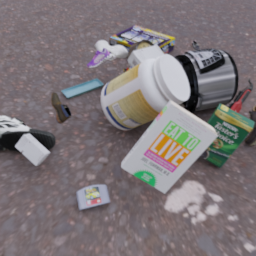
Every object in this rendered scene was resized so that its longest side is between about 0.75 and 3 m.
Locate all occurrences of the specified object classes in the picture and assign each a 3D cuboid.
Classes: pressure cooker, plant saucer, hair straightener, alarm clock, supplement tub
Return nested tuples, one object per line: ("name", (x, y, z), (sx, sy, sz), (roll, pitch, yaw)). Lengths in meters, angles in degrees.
("pressure cooker", (2.468, -1.667, 10.368), (2.500, 2.233, 2.199), (-11, 0, -11))
("plant saucer", (-1.917, -1.656, 11.850), (1.719, 0.163, 0.601), (-25, 48, -24))
("hair straightener", (3.388, -0.836, 8.866), (0.342, 0.643, 1.672), (35, 83, -12))
("alarm clock", (0.712, -2.965, 11.436), (0.667, 1.351, 2.004), (1, 46, 51))
("supplement tub", (0.531, -1.121, 9.180), (2.532, 1.828, 1.828), (-23, 27, 38))

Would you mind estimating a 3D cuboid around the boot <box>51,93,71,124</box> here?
("boot", (-2.195, -0.728, 9.291), (0.528, 1.089, 0.407), (-20, -6, 30))

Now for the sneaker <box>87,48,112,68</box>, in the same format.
("sneaker", (-1.074, -2.492, 9.934), (0.994, 0.439, 0.400), (-35, 29, -9))

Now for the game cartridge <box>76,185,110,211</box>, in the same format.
("game cartridge", (-0.965, 1.865, 7.639), (0.850, 0.174, 0.566), (-13, 64, -8))

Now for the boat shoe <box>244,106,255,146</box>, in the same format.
("boat shoe", (4.258, -0.402, 8.695), (0.864, 2.356, 0.878), (40, 46, 20))

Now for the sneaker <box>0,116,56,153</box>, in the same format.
("sneaker", (-3.755, 0.094, 9.200), (2.863, 1.061, 1.267), (3, 43, -1))

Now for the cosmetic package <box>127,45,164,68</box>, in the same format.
("cosmetic package", (0.725, -2.532, 10.371), (1.319, 0.535, 0.745), (-29, 77, -36))

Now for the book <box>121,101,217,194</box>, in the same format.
("book", (0.955, 0.509, 6.904), (1.376, 2.060, 0.495), (31, 22, -11))

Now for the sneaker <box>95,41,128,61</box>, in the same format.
("sneaker", (-0.595, -2.904, 11.072), (1.582, 0.592, 0.788), (0, 57, -43))

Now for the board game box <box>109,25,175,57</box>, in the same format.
("board game box", (0.710, -4.311, 14.369), (2.610, 0.740, 2.158), (29, 48, 29))

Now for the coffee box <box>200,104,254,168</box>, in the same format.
("coffee box", (2.694, 0.275, 8.189), (1.098, 1.786, 0.393), (32, 42, 10))

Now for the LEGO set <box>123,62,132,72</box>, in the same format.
("LEGO set", (0.051, -1.868, 11.012), (0.347, 1.055, 1.412), (-2, 68, -26))

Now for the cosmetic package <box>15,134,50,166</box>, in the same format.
("cosmetic package", (-2.813, 0.643, 8.246), (0.873, 0.492, 0.354), (40, 10, 4))

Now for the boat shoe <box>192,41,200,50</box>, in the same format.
("boat shoe", (3.555, -4.309, 14.715), (0.297, 0.256, 0.817), (-7, 42, -7))
